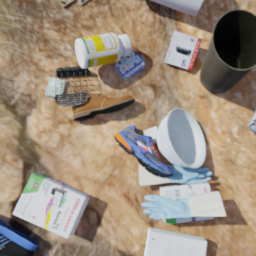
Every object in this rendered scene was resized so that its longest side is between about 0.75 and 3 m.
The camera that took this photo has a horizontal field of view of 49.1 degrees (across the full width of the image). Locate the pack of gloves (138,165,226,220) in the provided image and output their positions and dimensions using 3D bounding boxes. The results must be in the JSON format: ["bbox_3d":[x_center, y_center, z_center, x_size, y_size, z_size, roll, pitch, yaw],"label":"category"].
[{"bbox_3d":[1.778,2.293,10.015,2.757,0.544,2.316,-3,41,2],"label":"pack of gloves"}]

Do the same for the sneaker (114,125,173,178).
[{"bbox_3d":[0.662,0.797,10.238,2.627,0.990,1.030,41,78,19],"label":"sneaker"}]

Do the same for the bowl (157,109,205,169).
[{"bbox_3d":[1.777,0.499,10.223,2.243,1.008,2.243,23,56,-37],"label":"bowl"}]

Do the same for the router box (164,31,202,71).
[{"bbox_3d":[2.178,-3.061,11.176,1.136,0.309,1.266,17,106,3],"label":"router box"}]

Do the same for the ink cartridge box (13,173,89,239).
[{"bbox_3d":[-2.711,2.772,10.106,2.157,0.906,1.562,22,81,4],"label":"ink cartridge box"}]

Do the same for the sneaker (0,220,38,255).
[{"bbox_3d":[-4.715,3.908,9.845,2.972,1.042,1.158,29,74,4],"label":"sneaker"}]

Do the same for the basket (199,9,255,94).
[{"bbox_3d":[3.563,-2.415,10.077,1.746,2.567,2.314,10,71,4],"label":"basket"}]

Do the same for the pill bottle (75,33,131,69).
[{"bbox_3d":[-0.916,-2.937,10.513,1.944,1.096,1.096,-18,80,-19],"label":"pill bottle"}]

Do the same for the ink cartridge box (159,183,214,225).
[{"bbox_3d":[2.107,2.726,10.199,1.740,0.731,1.270,-5,80,0],"label":"ink cartridge box"}]

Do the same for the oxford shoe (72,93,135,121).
[{"bbox_3d":[-0.981,-0.981,10.803,2.486,0.887,0.886,-13,76,-1],"label":"oxford shoe"}]

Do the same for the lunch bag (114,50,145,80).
[{"bbox_3d":[0.090,-2.516,11.281,1.151,0.435,0.922,-38,84,-5],"label":"lunch bag"}]

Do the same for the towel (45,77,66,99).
[{"bbox_3d":[-2.904,-1.587,11.240,0.690,0.194,0.806,13,80,-1],"label":"towel"}]

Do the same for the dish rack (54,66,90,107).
[{"bbox_3d":[-2.179,-1.604,10.874,1.381,0.491,1.800,-5,67,1],"label":"dish rack"}]

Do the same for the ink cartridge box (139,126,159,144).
[{"bbox_3d":[0.917,0.337,10.865,0.843,0.319,0.623,-19,79,31],"label":"ink cartridge box"}]

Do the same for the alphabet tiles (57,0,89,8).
[{"bbox_3d":[-2.246,-6.105,12.011,2.104,0.079,1.758,-37,85,-8],"label":"alphabet tiles"}]

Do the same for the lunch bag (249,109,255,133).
[{"bbox_3d":[5.925,-0.089,9.976,2.867,2.297,1.083,29,67,4],"label":"lunch bag"}]

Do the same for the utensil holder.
[{"bbox_3d":[1.934,-5.812,11.006,2.495,2.120,2.120,22,81,2],"label":"utensil holder"}]

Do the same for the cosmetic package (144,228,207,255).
[{"bbox_3d":[1.513,5.097,9.810,2.039,0.699,2.704,11,81,0],"label":"cosmetic package"}]
